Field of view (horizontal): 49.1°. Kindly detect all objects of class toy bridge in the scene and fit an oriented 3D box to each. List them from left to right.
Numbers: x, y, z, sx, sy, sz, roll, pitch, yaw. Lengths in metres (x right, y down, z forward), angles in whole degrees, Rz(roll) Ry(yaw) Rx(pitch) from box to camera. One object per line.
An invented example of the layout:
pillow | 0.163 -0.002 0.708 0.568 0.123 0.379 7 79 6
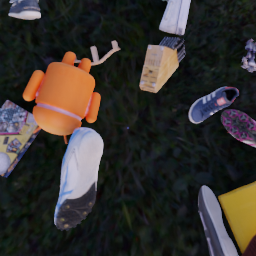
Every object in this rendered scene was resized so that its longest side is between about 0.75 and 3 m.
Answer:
toy bridge | -1.069 -2.365 9.143 1.661 0.226 0.558 -13 91 10

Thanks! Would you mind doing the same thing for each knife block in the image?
knife block | 1.188 -1.995 8.834 0.584 1.603 1.826 19 101 35

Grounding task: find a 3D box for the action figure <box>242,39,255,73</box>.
action figure | 4.025 -2.308 9.184 0.693 0.370 1.065 12 75 -27

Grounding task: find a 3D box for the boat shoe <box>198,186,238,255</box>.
boat shoe | 2.196 2.574 7.482 0.608 0.713 2.132 -41 40 30

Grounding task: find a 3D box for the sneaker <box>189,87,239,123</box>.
sneaker | 2.574 -0.728 8.352 1.675 0.708 0.628 -37 102 -11

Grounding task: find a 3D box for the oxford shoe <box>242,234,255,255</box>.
oxford shoe | 3.589 3.457 7.092 1.092 1.029 2.920 38 108 -12

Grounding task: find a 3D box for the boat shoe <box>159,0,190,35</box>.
boat shoe | 1.530 -4.645 9.595 1.267 1.098 2.972 10 84 8

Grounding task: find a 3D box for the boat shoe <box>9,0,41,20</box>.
boat shoe | -3.334 -3.839 8.925 0.780 2.083 0.644 -6 109 -29

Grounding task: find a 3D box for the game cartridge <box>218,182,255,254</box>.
game cartridge | 3.890 2.426 7.828 2.144 0.348 1.890 -21 82 1

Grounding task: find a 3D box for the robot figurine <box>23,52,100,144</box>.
robot figurine | -1.891 -0.896 8.206 1.478 1.823 2.534 13 82 35

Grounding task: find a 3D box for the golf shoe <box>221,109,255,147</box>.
golf shoe | 3.649 0.158 8.339 2.015 0.928 0.731 36 99 14

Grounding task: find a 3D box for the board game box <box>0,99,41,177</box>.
board game box | -3.681 0.293 8.535 1.343 0.343 1.983 30 77 8

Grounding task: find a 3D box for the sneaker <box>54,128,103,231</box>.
sneaker | -1.395 1.372 7.633 1.016 1.024 2.827 13 94 -34
